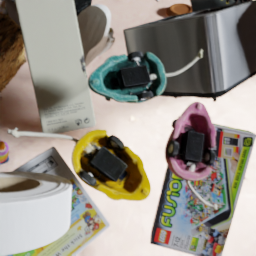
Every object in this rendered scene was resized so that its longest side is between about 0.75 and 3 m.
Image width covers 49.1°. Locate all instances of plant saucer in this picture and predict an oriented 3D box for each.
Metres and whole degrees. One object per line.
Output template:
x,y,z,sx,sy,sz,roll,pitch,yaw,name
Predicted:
2.561,-5.646,13.531,1.440,0.270,1.440,0,48,1,plant saucer

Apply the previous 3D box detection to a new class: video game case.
-1.501,1.463,4.443,1.866,0.214,1.698,-34,82,-27,video game case

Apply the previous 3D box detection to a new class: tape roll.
-1.478,0.937,3.398,1.554,1.554,0.544,4,93,4,tape roll

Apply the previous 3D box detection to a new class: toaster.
1.380,-1.632,6.076,2.665,1.582,2.410,-29,26,-34,toaster
-1.933,-2.939,7.330,1.264,2.130,1.926,42,68,3,toaster

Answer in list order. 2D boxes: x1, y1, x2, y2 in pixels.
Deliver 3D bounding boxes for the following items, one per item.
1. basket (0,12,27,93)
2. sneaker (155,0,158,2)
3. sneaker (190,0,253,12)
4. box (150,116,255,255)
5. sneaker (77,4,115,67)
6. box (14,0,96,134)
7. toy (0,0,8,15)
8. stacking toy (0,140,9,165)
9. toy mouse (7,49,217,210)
-3.530,-1.460,6.083,1.642,1.714,2.301,34,72,-11,basket
0.736,-4.569,8.256,0.983,1.036,2.573,36,14,4,sneaker
2.855,-3.026,7.076,2.563,1.361,0.959,-8,55,17,sneaker
1.243,1.062,4.898,1.278,2.322,0.403,12,10,5,box
-0.833,-2.671,7.748,0.865,2.347,1.356,44,56,-4,sneaker
-1.387,-1.432,5.404,1.016,2.970,1.220,-10,10,-9,box
-2.881,-3.688,7.679,0.649,2.751,1.584,20,4,-12,toy
-2.747,0.455,5.957,0.514,0.936,0.543,-18,82,-38,stacking toy
0.365,-0.129,4.149,2.980,0.577,2.648,35,71,-9,toy mouse
